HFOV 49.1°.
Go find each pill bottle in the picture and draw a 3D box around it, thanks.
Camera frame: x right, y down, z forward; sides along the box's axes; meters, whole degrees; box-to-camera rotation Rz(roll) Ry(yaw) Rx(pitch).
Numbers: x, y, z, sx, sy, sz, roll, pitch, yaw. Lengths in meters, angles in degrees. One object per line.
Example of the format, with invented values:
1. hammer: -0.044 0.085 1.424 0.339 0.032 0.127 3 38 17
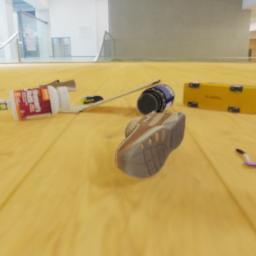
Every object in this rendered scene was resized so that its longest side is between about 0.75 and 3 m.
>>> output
1. pill bottle: -2.897 -0.857 9.292 1.792 0.982 0.982 -10 18 -17
2. pill bottle: 0.974 -0.982 9.941 0.997 0.997 1.783 7 17 23

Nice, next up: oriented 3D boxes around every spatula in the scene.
1. spatula: 2.518 0.620 5.977 0.307 0.112 1.086 3 16 1

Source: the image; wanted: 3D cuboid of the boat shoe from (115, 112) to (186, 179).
1. boat shoe: 0.371 0.244 5.627 0.924 0.974 2.573 14 18 25

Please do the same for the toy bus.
1. toy bus: 3.659 -1.221 10.786 2.987 0.972 1.169 11 20 35

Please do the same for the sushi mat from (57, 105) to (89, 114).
1. sushi mat: -2.852 -0.757 10.699 2.526 0.153 1.208 2 15 9

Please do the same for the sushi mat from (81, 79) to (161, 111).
1. sushi mat: -0.248 -1.199 10.296 2.866 0.173 1.371 -18 8 21

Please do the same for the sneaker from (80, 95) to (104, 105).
1. sneaker: -1.543 -1.200 11.841 1.019 0.377 0.419 -4 14 -16

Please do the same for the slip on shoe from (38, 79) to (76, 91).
1. slip on shoe: -3.883 -2.336 15.286 2.085 0.632 0.793 2 16 6

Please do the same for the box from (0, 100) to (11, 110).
1. box: -5.445 -0.881 10.896 1.533 0.266 0.844 -3 16 -10
